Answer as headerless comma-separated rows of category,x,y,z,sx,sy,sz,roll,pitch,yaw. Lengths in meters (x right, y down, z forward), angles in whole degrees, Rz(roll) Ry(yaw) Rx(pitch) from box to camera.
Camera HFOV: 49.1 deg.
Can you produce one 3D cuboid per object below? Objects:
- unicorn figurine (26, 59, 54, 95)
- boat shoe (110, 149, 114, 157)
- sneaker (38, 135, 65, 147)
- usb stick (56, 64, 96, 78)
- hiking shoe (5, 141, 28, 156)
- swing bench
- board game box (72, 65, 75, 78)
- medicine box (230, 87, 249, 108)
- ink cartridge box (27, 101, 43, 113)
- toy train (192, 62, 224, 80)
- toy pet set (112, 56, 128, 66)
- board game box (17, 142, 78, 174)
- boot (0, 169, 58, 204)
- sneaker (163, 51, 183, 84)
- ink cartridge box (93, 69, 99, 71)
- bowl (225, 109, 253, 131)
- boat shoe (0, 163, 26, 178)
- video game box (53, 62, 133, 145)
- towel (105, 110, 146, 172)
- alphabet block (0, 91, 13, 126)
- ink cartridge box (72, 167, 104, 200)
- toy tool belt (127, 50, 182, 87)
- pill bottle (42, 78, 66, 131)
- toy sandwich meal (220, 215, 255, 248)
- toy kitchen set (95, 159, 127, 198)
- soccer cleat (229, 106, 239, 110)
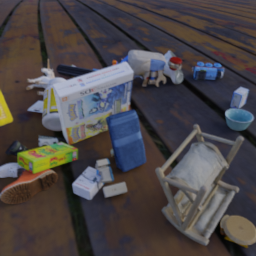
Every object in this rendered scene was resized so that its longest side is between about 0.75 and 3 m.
unicorn figurine,-4.181,-2.342,14.273,2.706,0.999,1.859,41,39,26
boat shoe,-0.129,0.930,9.826,0.991,0.367,0.329,3,56,-8
sneaker,-2.841,0.542,10.363,1.055,0.467,0.391,7,1,-40
usb stick,-1.788,-2.328,12.228,2.897,0.472,0.803,14,2,21
hiking shoe,-3.779,0.834,9.614,0.502,0.668,1.326,-58,18,-22
swing bench,1.912,1.436,7.368,1.372,2.114,2.103,18,44,35
board game box,-3.050,-3.186,16.031,1.880,0.282,0.898,24,40,36
medicine box,5.108,-1.363,12.857,0.411,0.728,0.799,27,42,34
ink cartridge box,-3.885,-0.866,12.543,0.805,0.238,1.005,9,33,12
toy train,4.431,-3.080,15.467,1.742,0.755,0.995,5,43,4
toy pet set,0.026,-3.854,16.203,2.145,1.139,2.003,4,34,7
board game box,-2.603,0.940,9.195,0.876,0.411,1.724,17,20,36
boot,-3.124,1.669,8.518,0.915,0.640,1.707,26,33,38
sneaker,2.359,-3.192,15.596,1.004,0.881,2.505,-34,42,27
ink cartridge box,-1.365,-1.680,12.987,1.898,1.096,2.600,13,36,19
bowl,4.457,-0.278,11.393,1.079,0.564,1.079,0,34,0
boat shoe,-3.645,1.391,9.031,1.204,0.426,0.417,-16,45,-16
video game box,-1.154,-0.772,9.889,2.580,2.831,0.663,-20,59,-17
towel,-0.040,0.415,9.228,1.058,1.894,0.460,-17,15,-18
alphabet block,-5.717,-0.655,9.516,2.172,2.122,2.133,-19,11,10
ink cartridge box,-1.189,1.694,8.625,0.653,0.383,0.891,17,37,22
toy tool belt,1.233,-2.963,14.582,2.782,1.709,1.737,5,38,-10
pill bottle,-2.820,-0.975,11.227,1.118,1.118,1.989,-3,61,-5
toy sandwich meal,2.839,2.678,7.251,0.945,0.324,0.945,2,36,-2
toy kitchen set,-0.568,1.585,8.812,0.682,0.928,1.158,-11,72,-14
soccer cleat,4.738,-0.522,12.061,0.456,0.353,1.091,-32,41,6
